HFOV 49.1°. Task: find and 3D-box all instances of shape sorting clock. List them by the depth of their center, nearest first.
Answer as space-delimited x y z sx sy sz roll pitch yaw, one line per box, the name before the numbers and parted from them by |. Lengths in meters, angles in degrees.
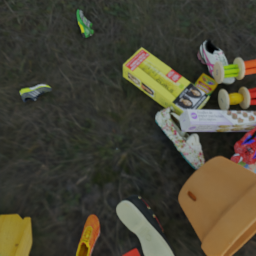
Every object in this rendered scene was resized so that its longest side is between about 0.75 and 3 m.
shape sorting clock | 4.065 1.421 8.446 1.821 0.357 1.821 0 66 0

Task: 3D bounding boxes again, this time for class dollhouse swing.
dollhouse swing | -3.703 3.708 7.457 2.110 1.855 1.918 -4 25 -1

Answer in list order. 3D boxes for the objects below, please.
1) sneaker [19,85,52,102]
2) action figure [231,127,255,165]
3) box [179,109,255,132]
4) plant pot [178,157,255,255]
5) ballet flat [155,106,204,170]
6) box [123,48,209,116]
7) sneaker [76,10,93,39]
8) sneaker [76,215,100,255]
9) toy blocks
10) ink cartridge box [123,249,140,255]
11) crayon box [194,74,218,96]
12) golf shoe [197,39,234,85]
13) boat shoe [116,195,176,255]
sneaker | -3.129 -1.155 9.577 1.100 0.406 0.445 -15 74 2
action figure | 4.165 0.347 8.614 2.745 0.709 0.898 -31 74 -17
box | 2.883 -0.200 8.628 2.671 0.553 0.517 1 63 -20
plant pot | 2.510 1.959 7.239 2.535 2.535 1.774 -36 55 -14
ballet flat | 1.690 0.258 8.647 2.276 0.861 0.727 52 121 18
box | 1.213 -1.438 9.470 2.883 0.722 1.085 40 72 16
sneaker | -1.693 -4.008 10.776 0.529 0.485 1.243 -16 76 -15
sneaker | -1.075 3.020 7.670 0.470 0.497 1.288 7 59 6
toy blocks | 4.048 -1.515 9.327 2.075 0.754 1.730 -8 85 -3
ink cartridge box | -0.268 4.232 7.196 1.835 0.434 1.469 -26 69 -9
crayon box | 2.667 -1.450 9.737 0.643 0.257 1.012 34 70 14
golf shoe | 3.102 -2.284 9.796 0.646 0.819 1.779 -29 71 -15
boat shoe | 0.635 2.838 7.524 2.323 0.850 0.728 53 31 11
